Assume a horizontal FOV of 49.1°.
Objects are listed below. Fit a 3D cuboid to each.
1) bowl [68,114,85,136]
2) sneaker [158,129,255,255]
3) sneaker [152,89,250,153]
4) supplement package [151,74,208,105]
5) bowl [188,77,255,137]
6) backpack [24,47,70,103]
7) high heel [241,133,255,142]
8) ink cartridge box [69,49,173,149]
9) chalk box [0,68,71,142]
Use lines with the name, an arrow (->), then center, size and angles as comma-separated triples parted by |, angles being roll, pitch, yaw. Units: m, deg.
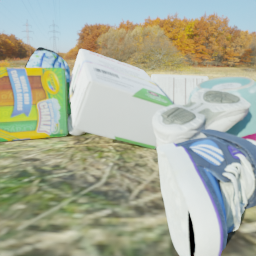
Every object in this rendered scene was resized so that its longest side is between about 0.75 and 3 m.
bowl -> -1.165, -0.284, 7.428 | 0.377, 1.009, 1.010 | 36, 9, -27
sneaker -> 1.253, 0.593, 3.192 | 1.684, 0.926, 2.299 | -4, 8, 1
sneaker -> 1.338, 0.005, 5.218 | 2.304, 1.145, 0.898 | -19, 39, -29
supplement package -> 1.556, -1.059, 8.982 | 1.754, 1.029, 1.025 | 2, -9, -1
bowl -> 2.378, -0.535, 6.864 | 2.261, 1.183, 2.261 | -9, 19, 3
backpack -> -2.841, -1.380, 9.581 | 2.161, 2.293, 2.811 | 13, 18, -2
high heel -> 3.103, 0.197, 5.744 | 2.000, 0.673, 0.959 | -24, 34, -31
ink cartridge box -> -0.310, -0.781, 6.492 | 1.856, 1.076, 2.563 | 15, 23, -21
chalk box -> -2.500, -0.719, 7.341 | 2.803, 1.749, 1.737 | -6, 14, -20
